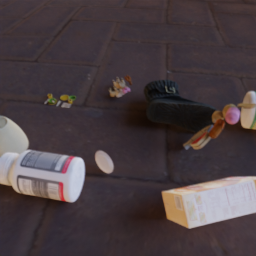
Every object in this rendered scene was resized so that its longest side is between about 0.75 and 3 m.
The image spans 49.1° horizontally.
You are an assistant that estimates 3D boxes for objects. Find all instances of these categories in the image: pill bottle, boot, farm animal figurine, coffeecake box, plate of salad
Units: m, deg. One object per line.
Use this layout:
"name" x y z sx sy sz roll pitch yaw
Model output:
"pill bottle" 5.803 -0.546 10.695 2.571 1.450 1.450 8 42 10
"boot" 2.134 -0.998 11.461 3.072 1.156 2.296 14 29 -4
"farm animal figurine" -0.297 -1.761 12.795 1.032 0.643 1.278 -7 41 21
"coffeecake box" 2.285 1.935 7.578 2.260 1.735 0.826 -9 81 -11
"pill bottle" -2.665 1.410 8.552 2.412 1.335 1.335 8 42 8
"plate of salad" -0.775 1.117 9.297 0.831 0.831 0.200 30 41 29

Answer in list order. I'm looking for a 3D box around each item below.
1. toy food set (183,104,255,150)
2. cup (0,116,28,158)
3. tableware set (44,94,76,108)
"toy food set" 2.996 -0.134 9.545 2.580 0.406 1.640 -39 6 0
"cup" -4.530 0.294 9.957 1.655 1.184 1.655 0 41 0
"tableware set" -3.030 -1.288 12.508 1.265 0.194 0.852 10 42 12
